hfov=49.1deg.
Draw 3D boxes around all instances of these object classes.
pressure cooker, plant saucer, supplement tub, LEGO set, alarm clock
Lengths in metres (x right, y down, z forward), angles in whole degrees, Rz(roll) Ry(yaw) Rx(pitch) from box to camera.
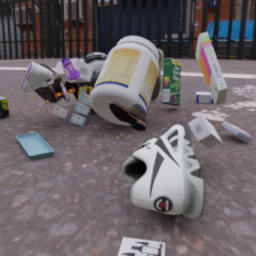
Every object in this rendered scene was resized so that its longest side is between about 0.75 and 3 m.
[{"bbox_3d":[-1.170,-1.774,11.201,2.199,2.233,2.500,-44,21,3],"label":"pressure cooker"},{"bbox_3d":[-2.486,0.456,7.363,0.601,0.163,1.719,-10,21,-30],"label":"plant saucer"},{"bbox_3d":[-0.022,-1.556,9.176,1.828,1.828,2.532,7,58,21],"label":"supplement tub"},{"bbox_3d":[-1.905,-0.802,9.007,1.412,1.055,0.347,24,-7,-17],"label":"LEGO set"},{"bbox_3d":[-2.919,-1.520,9.532,2.004,1.351,0.667,27,61,30],"label":"alarm clock"}]

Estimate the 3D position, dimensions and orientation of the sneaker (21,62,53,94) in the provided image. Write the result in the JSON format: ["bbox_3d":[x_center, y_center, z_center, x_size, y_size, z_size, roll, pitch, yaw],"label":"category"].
[{"bbox_3d":[-2.675,-1.321,8.211,0.788,0.592,1.582,16,-20,-25],"label":"sneaker"}]

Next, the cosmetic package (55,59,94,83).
[{"bbox_3d":[-1.839,-1.882,9.376,0.745,0.535,1.319,23,-8,-42],"label":"cosmetic package"}]

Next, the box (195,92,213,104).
[{"bbox_3d":[3.520,-1.390,12.899,0.776,0.407,0.714,3,17,11],"label":"box"}]

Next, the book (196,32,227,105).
[{"bbox_3d":[2.778,-1.935,9.354,0.495,2.060,1.376,-16,-17,10],"label":"book"}]

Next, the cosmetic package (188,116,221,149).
[{"bbox_3d":[1.680,0.113,6.097,0.354,0.492,0.873,-33,-27,22],"label":"cosmetic package"}]

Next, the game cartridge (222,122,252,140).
[{"bbox_3d":[3.040,0.068,7.947,0.566,0.174,0.850,17,17,-18],"label":"game cartridge"}]

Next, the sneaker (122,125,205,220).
[{"bbox_3d":[0.557,0.594,5.317,1.267,1.061,2.863,2,15,4],"label":"sneaker"}]

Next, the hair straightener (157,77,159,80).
[{"bbox_3d":[0.547,-2.388,11.883,1.672,0.643,0.342,48,0,23],"label":"hair straightener"}]

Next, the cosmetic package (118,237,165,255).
[{"bbox_3d":[0.075,1.727,2.923,0.551,0.338,1.335,2,17,10],"label":"cosmetic package"}]

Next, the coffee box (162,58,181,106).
[{"bbox_3d":[1.756,-1.809,11.270,0.393,1.786,1.098,2,0,31],"label":"coffee box"}]

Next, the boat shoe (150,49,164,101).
[{"bbox_3d":[1.008,-2.440,12.755,0.878,2.356,0.864,5,3,44],"label":"boat shoe"}]

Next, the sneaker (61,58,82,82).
[{"bbox_3d":[-1.579,-1.598,7.565,0.400,0.439,0.994,-26,44,-13],"label":"sneaker"}]

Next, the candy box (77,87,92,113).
[{"bbox_3d":[-1.502,-0.979,9.654,0.466,0.912,0.120,-2,-16,15],"label":"candy box"}]

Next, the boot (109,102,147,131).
[{"bbox_3d":[0.020,-0.400,6.675,0.407,1.089,0.528,-28,35,42],"label":"boot"}]

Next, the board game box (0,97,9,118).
[{"bbox_3d":[-5.996,-0.648,9.963,2.158,0.740,2.610,13,21,41],"label":"board game box"}]
